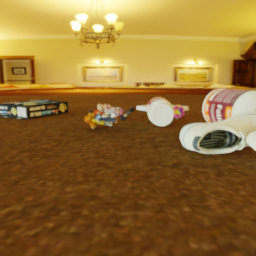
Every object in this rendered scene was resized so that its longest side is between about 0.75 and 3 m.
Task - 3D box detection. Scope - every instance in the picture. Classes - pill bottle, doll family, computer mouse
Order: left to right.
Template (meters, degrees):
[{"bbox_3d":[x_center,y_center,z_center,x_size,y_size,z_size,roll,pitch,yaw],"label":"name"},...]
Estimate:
[{"bbox_3d":[-0.918,-0.327,9.394,0.990,0.719,1.596,11,-11,-24],"label":"doll family"},{"bbox_3d":[-0.561,-0.621,12.007,1.623,0.356,0.890,5,39,31],"label":"computer mouse"},{"bbox_3d":[1.199,-0.610,10.511,0.966,0.966,1.764,0,11,1],"label":"pill bottle"},{"bbox_3d":[3.530,-0.497,8.790,1.382,1.382,2.421,-3,11,-15],"label":"pill bottle"}]

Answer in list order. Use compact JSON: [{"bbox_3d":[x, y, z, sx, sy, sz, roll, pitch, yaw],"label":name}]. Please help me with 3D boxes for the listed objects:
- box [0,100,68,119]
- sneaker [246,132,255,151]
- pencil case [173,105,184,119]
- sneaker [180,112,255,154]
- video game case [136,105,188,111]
[{"bbox_3d":[-4.402,-0.907,13.116,2.052,0.594,2.582,6,12,30],"label":"box"},{"bbox_3d":[3.392,0.516,5.965,1.491,0.549,0.862,5,26,-4],"label":"sneaker"},{"bbox_3d":[2.205,-0.725,12.321,0.553,0.553,1.251,2,10,11],"label":"pencil case"},{"bbox_3d":[2.533,0.219,6.690,2.502,0.914,0.886,-11,20,-10],"label":"sneaker"},{"bbox_3d":[1.824,-1.048,14.907,2.076,0.238,1.889,10,14,42],"label":"video game case"}]
